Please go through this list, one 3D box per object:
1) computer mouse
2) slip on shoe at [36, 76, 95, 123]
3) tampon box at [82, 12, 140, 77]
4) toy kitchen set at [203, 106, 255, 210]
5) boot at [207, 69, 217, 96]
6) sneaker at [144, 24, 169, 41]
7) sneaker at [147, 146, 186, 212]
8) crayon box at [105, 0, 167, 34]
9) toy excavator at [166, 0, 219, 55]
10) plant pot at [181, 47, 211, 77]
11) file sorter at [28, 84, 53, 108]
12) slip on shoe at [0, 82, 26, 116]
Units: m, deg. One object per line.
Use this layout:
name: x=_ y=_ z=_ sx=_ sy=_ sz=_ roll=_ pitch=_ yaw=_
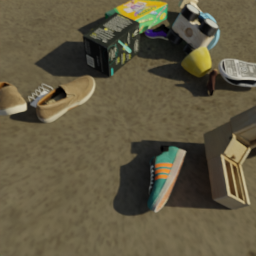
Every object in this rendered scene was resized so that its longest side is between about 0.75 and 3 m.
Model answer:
computer mouse: x=4.630 y=-1.934 z=10.469 sx=2.814 sy=0.617 sz=1.543 roll=8 pitch=58 yaw=-4
slip on shoe: x=-2.167 y=-1.186 z=9.828 sx=2.499 sy=0.757 sz=0.950 roll=-38 pitch=62 yaw=-25
tampon box: x=-0.598 y=-3.253 z=10.936 sx=1.233 sy=1.464 sz=1.953 roll=32 pitch=59 yaw=21
toy kitchen set: x=3.750 y=0.900 z=7.632 sx=1.984 sy=2.432 sz=2.194 roll=30 pitch=46 yaw=-30
boot: x=3.066 y=-1.626 z=10.107 sx=0.292 sy=0.807 sz=0.671 roll=3 pitch=56 yaw=-1
sneaker: x=1.358 y=-4.247 z=12.209 sx=1.264 sy=0.629 sz=0.440 roll=9 pitch=54 yaw=7
sneaker: x=0.907 y=1.371 z=7.971 sx=0.858 sy=0.766 sz=2.147 roll=19 pitch=50 yaw=19
crayon box: x=0.391 y=-5.008 z=12.532 sx=1.504 sy=0.738 sz=2.533 roll=33 pitch=55 yaw=29
toy excavator: x=2.834 y=-4.551 z=11.996 sx=2.894 sy=1.487 sz=2.976 roll=46 pitch=43 yaw=13
plant pot: x=2.706 y=-2.411 z=10.664 sx=1.114 sy=1.114 sz=0.791 roll=-27 pitch=77 yaw=-19
file sorter: x=-3.067 y=-1.116 z=9.953 sx=0.545 sy=0.489 sz=0.786 roll=24 pitch=56 yaw=17
slip on shoe: x=-3.805 y=-0.971 z=8.932 sx=0.878 sy=0.699 sz=2.308 roll=-16 pitch=23 yaw=-19
